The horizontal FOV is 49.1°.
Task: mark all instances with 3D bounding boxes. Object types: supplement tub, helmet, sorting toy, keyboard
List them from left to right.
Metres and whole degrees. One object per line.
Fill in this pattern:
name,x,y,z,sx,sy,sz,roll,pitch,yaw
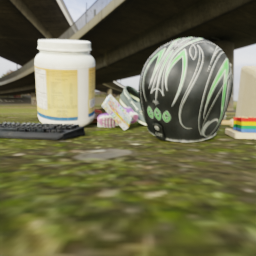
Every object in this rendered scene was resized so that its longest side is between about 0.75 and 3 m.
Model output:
keyboard,-2.618,0.047,7.519,2.870,0.368,1.723,2,4,18
supplement tub,-2.317,-1.676,10.435,2.161,2.988,2.161,3,19,-1
helmet,1.283,-0.931,6.317,2.204,2.101,2.204,1,21,0
sorting toy,3.432,-0.035,7.281,1.518,0.528,1.509,1,4,10

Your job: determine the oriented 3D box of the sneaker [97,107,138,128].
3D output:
sneaker,-0.433,-0.469,10.542,1.553,0.687,0.625,-9,-37,-21

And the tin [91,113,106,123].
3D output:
tin,-1.997,-0.422,12.944,2.355,0.493,1.318,-4,-4,-42

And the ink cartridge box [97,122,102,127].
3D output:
ink cartridge box,-0.930,-0.166,11.400,0.508,0.235,0.932,0,3,2

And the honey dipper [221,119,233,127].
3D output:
honey dipper,2.973,-0.178,10.158,2.908,0.552,0.552,3,2,-32

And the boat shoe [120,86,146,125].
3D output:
boat shoe,0.524,-0.908,11.488,0.936,0.794,2.570,-12,39,-34

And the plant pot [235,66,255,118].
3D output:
plant pot,5.694,-1.058,10.620,2.368,2.371,2.099,0,18,3

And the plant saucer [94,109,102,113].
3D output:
plant saucer,-1.733,-0.843,13.275,0.784,0.144,0.782,12,2,29

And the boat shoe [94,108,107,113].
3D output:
boat shoe,-1.766,-0.642,14.467,2.307,0.841,0.726,-5,-19,-5

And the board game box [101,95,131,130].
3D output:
board game box,-0.374,-0.533,9.558,0.195,1.139,0.766,-36,16,25

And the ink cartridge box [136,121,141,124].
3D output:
ink cartridge box,1.373,-1.371,13.599,2.010,1.030,2.720,0,39,0
